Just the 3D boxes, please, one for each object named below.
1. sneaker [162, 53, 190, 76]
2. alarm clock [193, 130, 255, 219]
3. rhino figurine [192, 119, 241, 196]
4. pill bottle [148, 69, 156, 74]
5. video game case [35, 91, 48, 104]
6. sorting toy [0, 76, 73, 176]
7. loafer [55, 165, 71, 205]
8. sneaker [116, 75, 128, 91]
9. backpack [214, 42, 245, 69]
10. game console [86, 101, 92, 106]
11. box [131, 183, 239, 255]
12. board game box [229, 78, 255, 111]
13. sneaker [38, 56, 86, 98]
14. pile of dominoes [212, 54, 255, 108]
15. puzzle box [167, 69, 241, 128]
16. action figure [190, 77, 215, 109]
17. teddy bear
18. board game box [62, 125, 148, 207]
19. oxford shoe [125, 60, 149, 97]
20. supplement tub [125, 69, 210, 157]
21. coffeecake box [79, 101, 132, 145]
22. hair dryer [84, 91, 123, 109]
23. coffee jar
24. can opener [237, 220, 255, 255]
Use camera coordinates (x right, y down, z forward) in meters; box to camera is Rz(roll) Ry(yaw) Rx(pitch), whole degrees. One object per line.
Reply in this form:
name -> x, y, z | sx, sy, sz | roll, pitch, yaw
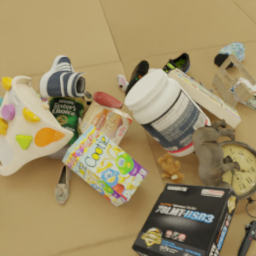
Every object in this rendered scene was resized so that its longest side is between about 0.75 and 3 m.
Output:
sneaker -> 1.612, -2.317, 11.702 | 2.492, 1.033, 0.884 | -39, 64, -13
alarm clock -> 3.360, 1.562, 8.757 | 1.800, 0.889, 2.669 | -29, 73, 6
rhino figurine -> 2.600, 1.111, 8.243 | 1.146, 0.783, 2.620 | -11, 90, -3
pill bottle -> 0.952, -1.811, 11.037 | 0.534, 0.534, 0.952 | 4, 75, 3
video game case -> -3.701, -1.165, 11.470 | 0.749, 0.148, 0.827 | -15, 55, -11
sorting toy -> -3.640, 0.073, 8.913 | 2.580, 1.531, 2.866 | -49, 64, 15
loafer -> -2.125, 1.792, 9.025 | 0.457, 0.399, 1.270 | 0, 56, 5
sneaker -> -0.279, -1.900, 11.882 | 0.401, 0.370, 0.910 | -26, 57, -21
backpack -> 4.699, -3.292, 12.649 | 1.295, 0.995, 1.056 | -17, 31, -27
game console -> -1.190, -0.845, 10.656 | 0.787, 0.161, 1.334 | 6, 12, -13
box -> 1.488, 2.587, 7.491 | 2.300, 0.572, 2.283 | -6, 43, 50
board game box -> 5.101, -1.324, 11.490 | 1.707, 0.295, 1.078 | 36, 61, 24
sneaker -> -2.087, -1.854, 10.076 | 1.441, 0.931, 2.656 | 2, 35, 5
pile of dominoes -> 4.258, -1.819, 11.269 | 0.303, 1.482, 1.902 | 4, 48, -33
puzzle box -> 2.704, -1.163, 10.138 | 2.860, 0.364, 1.903 | 36, 22, 4
action figure -> 2.427, -1.345, 11.228 | 2.294, 0.796, 1.493 | -7, 48, -10
teddy bear -> 1.394, 1.348, 9.197 | 0.751, 0.346, 1.036 | -16, 82, 11
board game box -> -0.732, 1.180, 8.585 | 2.231, 1.149, 1.170 | 40, 60, -1
oxford shoe -> 0.335, -1.935, 11.612 | 0.622, 0.722, 1.712 | 28, 87, -17
supplement tub -> 1.304, -0.452, 9.187 | 2.552, 1.791, 1.791 | 44, 54, -21
coffeecake box -> -0.766, -0.154, 9.662 | 1.447, 1.111, 0.529 | 21, 17, -31
hair dryer -> -0.651, -0.930, 9.087 | 1.155, 0.412, 1.517 | 9, 15, -35
coffee jar -> -2.321, -0.245, 10.146 | 1.387, 1.135, 2.659 | 1, 53, -2
can opener -> 3.462, 3.197, 8.044 | 0.478, 0.386, 1.217 | 31, 59, 20
